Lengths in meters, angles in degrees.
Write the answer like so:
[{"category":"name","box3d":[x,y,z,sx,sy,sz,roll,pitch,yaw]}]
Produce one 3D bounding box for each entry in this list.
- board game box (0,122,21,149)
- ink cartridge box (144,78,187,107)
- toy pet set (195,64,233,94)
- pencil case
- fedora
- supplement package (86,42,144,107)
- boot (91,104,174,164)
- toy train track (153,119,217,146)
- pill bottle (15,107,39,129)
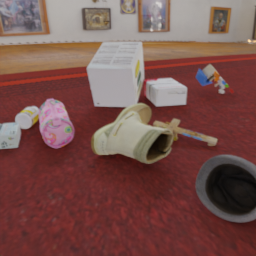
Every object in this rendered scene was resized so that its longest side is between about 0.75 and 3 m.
[{"category":"board game box","box3d":[-4.505,0.290,9.419,1.563,0.502,1.153,-4,22,-14]},{"category":"ink cartridge box","box3d":[1.809,-1.811,14.034,1.566,0.899,2.156,-5,22,-11]},{"category":"toy pet set","box3d":[4.438,-2.419,14.850,1.970,1.046,1.839,15,40,-56]},{"category":"pencil case","box3d":[-2.616,-0.241,9.971,1.108,1.108,2.533,-7,24,-17]},{"category":"fedora","box3d":[2.358,1.344,6.196,1.538,1.360,0.694,19,0,42]},{"category":"supplement package","box3d":[-0.459,-2.587,13.393,2.048,2.063,2.719,3,40,12]},{"category":"boot","box3d":[0.501,0.108,8.712,2.158,1.006,2.791,8,31,38]},{"category":"toy train track","box3d":[1.915,0.253,9.682,2.216,0.361,1.271,17,35,21]},{"category":"pill bottle","box3d":[-3.904,-0.444,11.014,0.647,0.647,1.155,1,22,3]}]
